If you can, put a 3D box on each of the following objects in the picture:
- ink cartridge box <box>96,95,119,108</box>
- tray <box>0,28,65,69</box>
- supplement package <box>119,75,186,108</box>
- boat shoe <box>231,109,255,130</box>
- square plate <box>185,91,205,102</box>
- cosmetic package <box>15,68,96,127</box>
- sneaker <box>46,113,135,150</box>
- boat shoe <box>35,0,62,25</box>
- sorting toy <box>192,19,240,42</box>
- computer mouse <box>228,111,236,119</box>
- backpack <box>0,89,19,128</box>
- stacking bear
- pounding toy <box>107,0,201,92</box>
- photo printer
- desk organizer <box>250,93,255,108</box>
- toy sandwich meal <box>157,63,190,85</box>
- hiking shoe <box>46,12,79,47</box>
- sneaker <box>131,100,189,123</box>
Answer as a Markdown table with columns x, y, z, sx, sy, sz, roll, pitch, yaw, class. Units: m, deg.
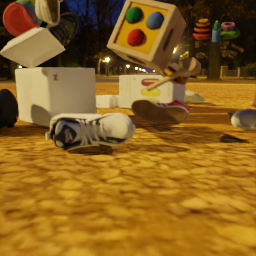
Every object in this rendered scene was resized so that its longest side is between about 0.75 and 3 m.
| x | y | z | sx | sy | sz | roll | pitch | yaw | class |
| --- | --- | --- | --- | --- | --- | --- | --- | --- | --- |
| -0.998 | -1.372 | 14.375 | 0.961 | 0.560 | 1.327 | 6 | 13 | 27 | ink cartridge box |
| -2.456 | -2.112 | 7.417 | 1.216 | 0.251 | 2.264 | -28 | 4 | 0 | tray |
| 1.145 | -1.686 | 13.258 | 2.797 | 1.591 | 1.532 | 7 | 12 | 33 | supplement package |
| 4.058 | -0.224 | 8.353 | 1.821 | 0.635 | 0.649 | 2 | 7 | -6 | boat shoe |
| 3.039 | -1.893 | 16.094 | 2.309 | 0.331 | 2.331 | 15 | 2 | 27 | square plate |
| -2.557 | -1.171 | 9.911 | 2.264 | 1.883 | 1.895 | 10 | 15 | 44 | cosmetic package |
| -0.957 | 0.116 | 6.220 | 2.018 | 0.805 | 1.313 | 6 | 14 | 29 | sneaker |
| -1.082 | -1.948 | 3.968 | 0.463 | 1.086 | 0.401 | 35 | 49 | 15 | boat shoe |
| 2.197 | -2.506 | 6.998 | 1.171 | 0.481 | 0.703 | 0 | 38 | 11 | sorting toy |
| 4.066 | -0.305 | 9.706 | 1.313 | 0.346 | 0.909 | 10 | 10 | -8 | computer mouse |
| -4.729 | -0.611 | 8.277 | 2.380 | 1.830 | 1.941 | -17 | 16 | -5 | backpack |
| -3.314 | -3.969 | 9.535 | 1.066 | 1.139 | 1.875 | -14 | 41 | 29 | stacking bear |
| 0.733 | -2.136 | 7.595 | 2.484 | 2.182 | 1.136 | 26 | 5 | 28 | pounding toy |
| -1.333 | -0.103 | 8.042 | 1.477 | 0.513 | 1.229 | 1 | 10 | 2 | photo printer |
| 4.659 | -0.893 | 8.311 | 0.913 | 0.980 | 2.545 | 10 | 12 | 1 | desk organizer |
| 1.583 | -2.153 | 10.235 | 1.512 | 0.518 | 1.512 | 29 | 33 | -21 | toy sandwich meal |
| -2.709 | -3.145 | 10.238 | 2.697 | 1.021 | 1.358 | -45 | 38 | -5 | hiking shoe |
| 1.240 | -0.693 | 10.421 | 2.113 | 0.753 | 1.189 | 12 | 19 | 19 | sneaker |
